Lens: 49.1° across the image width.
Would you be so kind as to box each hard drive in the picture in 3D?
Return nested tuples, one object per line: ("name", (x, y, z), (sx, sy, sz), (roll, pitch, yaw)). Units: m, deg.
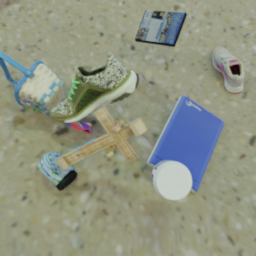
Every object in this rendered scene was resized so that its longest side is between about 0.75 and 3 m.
("hard drive", (1.830, 0.426, 8.585), (1.675, 0.322, 2.539), (32, 66, -6))

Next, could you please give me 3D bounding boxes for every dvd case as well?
("dvd case", (0.945, -3.006, 8.423), (1.447, 0.127, 1.032), (20, 91, 34))

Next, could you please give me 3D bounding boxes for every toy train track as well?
("toy train track", (-0.775, 0.502, 6.880), (2.715, 1.557, 0.442), (-26, 18, 25))

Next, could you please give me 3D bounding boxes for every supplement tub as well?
("supplement tub", (0.965, 1.169, 6.344), (0.844, 1.203, 0.844), (0, 85, 2))

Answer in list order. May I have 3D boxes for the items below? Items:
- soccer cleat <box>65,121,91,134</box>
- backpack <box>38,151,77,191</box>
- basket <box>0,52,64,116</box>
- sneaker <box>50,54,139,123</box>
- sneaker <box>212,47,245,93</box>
("soccer cleat", (-1.565, -0.036, 8.880), (0.909, 0.310, 0.333), (12, 63, -39))
("backpack", (-2.068, 1.186, 8.091), (1.041, 0.800, 0.849), (28, 23, 16))
("basket", (-3.141, -1.418, 8.946), (2.073, 1.828, 1.442), (35, 72, 4))
("sneaker", (-1.201, -1.181, 7.920), (2.941, 1.303, 1.131), (-24, 34, 21))
("sneaker", (3.617, -2.206, 9.877), (0.767, 0.832, 1.885), (-16, 65, -8))
